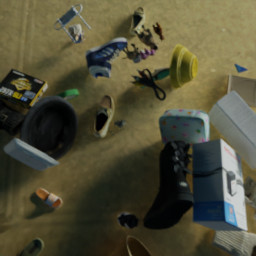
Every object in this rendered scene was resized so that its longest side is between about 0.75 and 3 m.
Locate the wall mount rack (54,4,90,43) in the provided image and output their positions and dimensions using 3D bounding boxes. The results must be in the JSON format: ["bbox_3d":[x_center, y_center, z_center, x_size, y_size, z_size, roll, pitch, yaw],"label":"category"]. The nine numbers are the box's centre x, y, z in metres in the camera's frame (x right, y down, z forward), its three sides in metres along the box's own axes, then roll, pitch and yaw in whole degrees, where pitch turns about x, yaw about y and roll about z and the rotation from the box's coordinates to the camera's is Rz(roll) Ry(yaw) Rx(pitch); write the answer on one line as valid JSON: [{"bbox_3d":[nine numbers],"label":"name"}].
[{"bbox_3d":[-2.161,-4.082,10.937,1.366,0.509,1.187,-38,66,7],"label":"wall mount rack"}]

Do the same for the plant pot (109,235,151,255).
[{"bbox_3d":[-0.239,4.601,8.251,2.035,1.897,1.897,-38,75,3],"label":"plant pot"}]

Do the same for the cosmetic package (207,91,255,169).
[{"bbox_3d":[4.083,0.088,9.957,0.960,1.318,2.593,-35,75,-11],"label":"cosmetic package"}]

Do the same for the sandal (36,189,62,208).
[{"bbox_3d":[-2.789,2.430,9.679,1.023,0.293,0.392,27,73,9],"label":"sandal"}]

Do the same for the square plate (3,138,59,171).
[{"bbox_3d":[-3.217,0.958,9.097,1.577,1.562,0.224,35,59,-23],"label":"square plate"}]

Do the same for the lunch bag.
[{"bbox_3d":[1.941,0.070,9.792,1.722,1.381,0.664,3,32,31],"label":"lunch bag"}]

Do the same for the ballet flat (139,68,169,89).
[{"bbox_3d":[1.028,-2.100,11.143,1.570,0.530,0.490,-28,62,-10],"label":"ballet flat"}]

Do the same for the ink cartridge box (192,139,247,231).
[{"bbox_3d":[2.864,1.837,8.830,1.036,1.795,2.474,-15,57,37],"label":"ink cartridge box"}]

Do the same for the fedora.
[{"bbox_3d":[-2.926,0.016,9.889,1.078,2.360,2.360,10,66,43],"label":"fedora"}]

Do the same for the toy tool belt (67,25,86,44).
[{"bbox_3d":[-2.081,-3.693,11.421,0.672,1.076,0.661,-13,86,3],"label":"toy tool belt"}]

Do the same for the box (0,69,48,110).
[{"bbox_3d":[-4.140,-1.506,10.893,1.589,0.392,1.269,22,63,7],"label":"box"}]

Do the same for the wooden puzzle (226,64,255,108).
[{"bbox_3d":[4.527,-1.424,11.064,1.441,0.250,2.135,19,72,2],"label":"wooden puzzle"}]

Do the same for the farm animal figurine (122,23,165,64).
[{"bbox_3d":[0.683,-3.100,10.845,1.421,0.885,1.760,9,63,40],"label":"farm animal figurine"}]

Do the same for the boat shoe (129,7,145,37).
[{"bbox_3d":[0.393,-4.648,12.040,0.541,0.467,1.483,18,72,6],"label":"boat shoe"}]

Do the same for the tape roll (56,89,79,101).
[{"bbox_3d":[-2.293,-1.215,10.572,0.846,0.846,0.203,-18,88,-6],"label":"tape roll"}]

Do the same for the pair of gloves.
[{"bbox_3d":[4.486,3.264,9.268,2.544,0.525,2.992,34,73,11],"label":"pair of gloves"}]

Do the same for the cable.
[{"bbox_3d":[0.845,-1.657,10.529,1.569,0.395,0.762,29,92,-24],"label":"cable"}]

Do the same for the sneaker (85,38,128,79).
[{"bbox_3d":[-0.714,-2.635,11.127,1.868,0.753,1.368,-20,76,-1],"label":"sneaker"}]

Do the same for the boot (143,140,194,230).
[{"bbox_3d":[1.251,1.835,9.056,0.985,2.662,2.182,14,47,-13],"label":"boot"}]

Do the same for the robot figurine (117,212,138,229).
[{"bbox_3d":[-0.013,3.050,9.250,0.472,0.757,0.569,-42,116,-37],"label":"robot figurine"}]

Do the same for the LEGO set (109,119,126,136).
[{"bbox_3d":[-0.377,-0.069,10.581,0.525,0.229,0.809,24,72,8],"label":"LEGO set"}]

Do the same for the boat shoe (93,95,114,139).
[{"bbox_3d":[-0.915,-0.493,10.537,0.650,0.583,1.756,8,71,3],"label":"boat shoe"}]

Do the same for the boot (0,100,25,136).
[{"bbox_3d":[-4.778,-0.025,10.298,1.441,0.725,1.928,35,74,11],"label":"boot"}]

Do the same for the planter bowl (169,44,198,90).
[{"bbox_3d":[2.175,-2.254,10.490,0.712,1.710,1.710,9,69,27],"label":"planter bowl"}]

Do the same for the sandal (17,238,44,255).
[{"bbox_3d":[-3.373,4.247,8.964,0.631,0.454,1.590,33,74,11],"label":"sandal"}]
